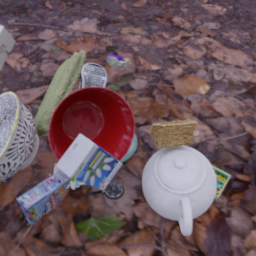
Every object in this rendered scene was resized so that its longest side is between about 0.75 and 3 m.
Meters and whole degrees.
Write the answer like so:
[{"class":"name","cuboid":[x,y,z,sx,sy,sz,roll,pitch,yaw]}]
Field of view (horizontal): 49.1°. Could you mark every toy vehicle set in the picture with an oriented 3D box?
[{"class":"toy vehicle set","cuboid":[2.787,1.797,10.574,1.796,0.238,1.116,28,54,23]}]

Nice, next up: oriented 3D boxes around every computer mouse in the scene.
[{"class":"computer mouse","cuboid":[-1.396,-1.243,10.839,1.616,0.646,2.947,12,57,-16]}]

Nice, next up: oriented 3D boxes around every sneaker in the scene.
[{"class":"sneaker","cuboid":[-0.519,-2.662,10.899,1.056,0.367,0.525,7,46,-53]}]

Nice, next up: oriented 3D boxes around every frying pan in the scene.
[{"class":"frying pan","cuboid":[-0.771,2.212,10.255,1.296,0.211,0.784,12,49,6]}]

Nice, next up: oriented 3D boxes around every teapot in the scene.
[{"class":"teapot","cuboid":[1.695,1.664,9.302,2.770,2.023,2.734,38,68,26]}]

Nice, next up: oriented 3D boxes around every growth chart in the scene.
[{"class":"growth chart","cuboid":[-1.987,1.717,10.709,1.842,0.163,1.333,-12,51,-10]}]

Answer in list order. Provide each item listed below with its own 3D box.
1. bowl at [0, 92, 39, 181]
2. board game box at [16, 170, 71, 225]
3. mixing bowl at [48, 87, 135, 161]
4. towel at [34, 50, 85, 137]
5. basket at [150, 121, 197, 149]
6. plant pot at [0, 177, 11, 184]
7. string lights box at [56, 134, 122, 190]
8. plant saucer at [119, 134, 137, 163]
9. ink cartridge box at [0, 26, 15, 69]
[{"class":"bowl","cuboid":[-3.420,0.455,8.001,2.709,1.271,2.709,-22,53,33]},{"class":"board game box","cuboid":[-1.985,1.719,6.937,0.394,1.278,1.277,35,56,22]},{"class":"mixing bowl","cuboid":[-1.146,-0.041,8.113,2.427,2.427,1.315,-20,20,-17]},{"class":"towel","cuboid":[-2.382,-1.107,9.502,0.544,2.213,2.983,28,71,-24]},{"class":"basket","cuboid":[1.390,0.004,8.851,1.256,0.935,0.896,-6,36,-15]},{"class":"plant pot","cuboid":[-5.154,1.207,10.254,1.597,1.597,1.436,-6,55,-5]},{"class":"string lights box","cuboid":[-0.889,0.907,6.953,0.523,1.775,0.912,33,84,28]},{"class":"plant saucer","cuboid":[-0.682,0.486,11.365,2.119,0.408,2.119,-1,51,1]},{"class":"ink cartridge box","cuboid":[-4.862,-2.877,9.823,0.995,0.978,1.352,20,77,6]}]
